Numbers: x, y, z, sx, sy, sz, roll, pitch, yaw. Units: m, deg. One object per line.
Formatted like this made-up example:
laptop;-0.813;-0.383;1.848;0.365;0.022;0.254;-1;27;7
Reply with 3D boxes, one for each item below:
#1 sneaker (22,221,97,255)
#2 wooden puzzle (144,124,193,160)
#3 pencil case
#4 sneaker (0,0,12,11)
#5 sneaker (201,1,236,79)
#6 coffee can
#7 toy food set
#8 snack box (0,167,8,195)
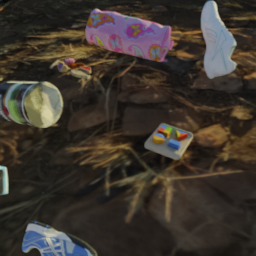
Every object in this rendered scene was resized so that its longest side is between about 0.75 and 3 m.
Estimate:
sneaker;-1.191;2.082;4.864;1.325;0.502;0.510;18;61;6
wooden puzzle;1.329;0.353;9.027;1.211;0.303;1.307;20;44;22
pencil case;0.036;-2.506;7.614;2.336;1.021;1.021;16;42;12
sneaker;-3.656;-3.862;8.305;0.493;0.356;1.008;11;68;22
sneaker;2.553;-2.493;7.810;0.856;2.135;0.751;-6;1;36
coffee can;-2.717;-0.660;7.499;1.592;1.165;1.165;8;36;38
toy food set;-1.896;-2.121;9.654;1.438;0.226;0.914;15;38;5
snack box;-3.311;0.956;4.178;2.500;0.464;1.453;-5;-1;-40
